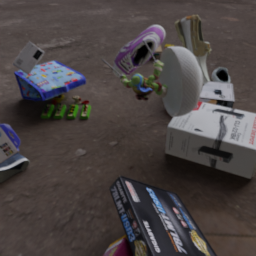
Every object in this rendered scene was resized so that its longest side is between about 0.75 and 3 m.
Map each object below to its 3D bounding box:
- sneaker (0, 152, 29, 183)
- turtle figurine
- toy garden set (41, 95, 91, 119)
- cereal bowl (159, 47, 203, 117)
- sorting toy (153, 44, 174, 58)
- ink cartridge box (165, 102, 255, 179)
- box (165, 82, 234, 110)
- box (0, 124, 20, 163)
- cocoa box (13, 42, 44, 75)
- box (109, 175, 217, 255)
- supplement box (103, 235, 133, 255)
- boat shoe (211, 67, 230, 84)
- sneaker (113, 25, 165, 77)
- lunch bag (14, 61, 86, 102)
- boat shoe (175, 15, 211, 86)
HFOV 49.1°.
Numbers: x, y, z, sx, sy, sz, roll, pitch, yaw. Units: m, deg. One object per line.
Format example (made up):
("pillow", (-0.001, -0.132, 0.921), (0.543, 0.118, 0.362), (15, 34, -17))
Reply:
("sneaker", (-4.130, 1.169, 9.063), (1.051, 0.553, 1.455), (35, 38, 24))
("turtle figurine", (0.421, -1.406, 7.534), (1.162, 1.566, 1.615), (-42, 64, 9))
("toy garden set", (-2.646, -1.022, 12.269), (1.992, 0.398, 1.661), (1, 36, 1))
("cereal bowl", (1.672, -1.429, 8.611), (0.895, 2.150, 2.150), (-9, 37, -10))
("sorting toy", (1.406, -4.749, 17.278), (2.920, 0.494, 1.408), (-1, 36, 0))
("ink cartridge box", (3.074, 0.259, 9.799), (2.970, 1.244, 2.143), (16, 39, 21))
("box", (3.118, -1.391, 12.393), (2.808, 0.844, 1.638), (8, 37, 10))
("box", (-2.795, 0.424, 5.563), (1.211, 0.721, 0.251), (-35, 18, -16))
("cocoa box", (-3.803, -2.643, 10.695), (1.041, 0.694, 0.683), (-57, 24, -6))
("box", (0.824, 2.300, 6.591), (2.236, 0.560, 2.253), (26, 21, -35))
("supplement box", (-0.312, 3.182, 5.783), (0.830, 1.053, 1.609), (42, 47, 3))
("boat shoe", (4.688, -2.520, 13.906), (0.860, 0.878, 2.466), (6, 37, 8))
("sneaker", (0.120, -2.574, 10.397), (0.994, 2.742, 1.564), (38, 45, -13))
("lunch bag", (-3.357, -1.991, 12.343), (2.121, 1.325, 2.818), (-27, 31, -32))
("boat shoe", (2.296, -2.575, 9.251), (0.807, 2.360, 0.882), (-20, 0, 26))
